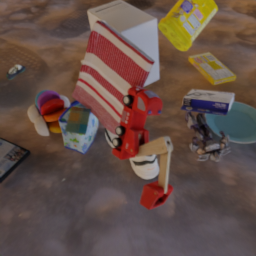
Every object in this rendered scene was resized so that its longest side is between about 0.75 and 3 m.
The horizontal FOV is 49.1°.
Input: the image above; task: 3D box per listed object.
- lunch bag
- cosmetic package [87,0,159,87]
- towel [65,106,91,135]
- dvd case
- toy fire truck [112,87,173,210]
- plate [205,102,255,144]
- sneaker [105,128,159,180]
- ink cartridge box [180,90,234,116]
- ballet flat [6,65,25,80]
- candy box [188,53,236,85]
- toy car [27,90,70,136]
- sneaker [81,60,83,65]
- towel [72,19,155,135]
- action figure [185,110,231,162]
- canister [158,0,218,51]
[{"bbox_3d":[-1.662,-0.194,10.293,1.105,1.475,1.735,20,48,18],"label":"lunch bag"},{"bbox_3d":[-0.114,-2.737,9.339,1.345,2.182,2.188,-27,48,-17],"label":"cosmetic package"},{"bbox_3d":[-1.510,-0.225,8.485,0.633,0.094,0.863,9,67,-1],"label":"towel"},{"bbox_3d":[-4.839,1.004,9.988,2.193,0.192,1.564,20,47,19],"label":"dvd case"},{"bbox_3d":[0.459,0.443,6.834,1.803,2.557,0.623,30,22,38],"label":"toy fire truck"},{"bbox_3d":[4.258,-0.197,11.132,2.436,0.311,2.436,0,44,0],"label":"plate"},{"bbox_3d":[0.121,0.470,9.878,1.054,1.143,2.859,-28,50,-24],"label":"sneaker"},{"bbox_3d":[3.242,-1.089,11.414,1.858,0.378,1.862,10,28,24],"label":"ink cartridge box"},{"bbox_3d":[-5.505,-2.825,13.734,0.444,0.444,1.214,19,47,18],"label":"ballet flat"},{"bbox_3d":[4.138,-2.999,13.973,1.230,0.318,2.406,-16,46,-12],"label":"candy box"},{"bbox_3d":[-2.969,-0.736,10.866,1.683,1.442,1.923,-24,49,-22],"label":"toy car"},{"bbox_3d":[-1.488,-2.729,13.323,1.147,0.826,2.195,-17,43,-10],"label":"sneaker"},{"bbox_3d":[-0.570,-1.306,7.929,2.010,2.790,0.317,42,44,14],"label":"towel"},{"bbox_3d":[2.822,0.352,10.263,1.473,0.786,2.264,-6,48,-16],"label":"action figure"},{"bbox_3d":[2.268,-4.126,10.504,1.979,1.470,0.856,-51,25,-3],"label":"canister"}]
